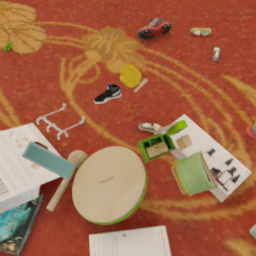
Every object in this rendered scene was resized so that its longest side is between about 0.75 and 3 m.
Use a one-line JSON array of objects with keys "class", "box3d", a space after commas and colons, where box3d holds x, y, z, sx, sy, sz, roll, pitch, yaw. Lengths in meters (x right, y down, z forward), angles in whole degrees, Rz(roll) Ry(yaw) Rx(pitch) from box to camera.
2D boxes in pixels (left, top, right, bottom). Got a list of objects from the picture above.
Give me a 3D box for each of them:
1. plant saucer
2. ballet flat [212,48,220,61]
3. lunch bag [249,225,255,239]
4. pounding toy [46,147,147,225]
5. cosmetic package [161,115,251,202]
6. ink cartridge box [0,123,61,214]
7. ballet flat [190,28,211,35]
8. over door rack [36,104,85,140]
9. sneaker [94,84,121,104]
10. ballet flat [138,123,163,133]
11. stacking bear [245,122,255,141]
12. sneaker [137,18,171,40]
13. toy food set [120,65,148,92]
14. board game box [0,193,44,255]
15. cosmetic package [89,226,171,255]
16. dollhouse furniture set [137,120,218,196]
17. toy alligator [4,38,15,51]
[{"class": "plant saucer", "box3d": [-2.193, 0.918, 7.754, 1.433, 0.136, 0.501, 30, 87, -12]}, {"class": "ballet flat", "box3d": [3.788, -3.207, 11.946, 0.289, 0.273, 0.857, 13, 58, 8]}, {"class": "lunch bag", "box3d": [4.307, 2.579, 7.587, 1.557, 1.327, 0.950, -26, 60, -15]}, {"class": "pounding toy", "box3d": [-0.626, 1.818, 8.303, 2.871, 1.332, 2.216, 1, 58, 27]}, {"class": "cosmetic package", "box3d": [2.394, 0.893, 9.047, 1.162, 0.713, 2.816, -35, 64, -21]}, {"class": "ink cartridge box", "box3d": [-3.524, 1.086, 8.856, 2.391, 0.600, 2.755, -18, 49, -42]}, {"class": "ballet flat", "box3d": [3.291, -4.340, 12.657, 0.975, 0.335, 0.307, -3, 69, -2]}, {"class": "over door rack", "box3d": [-2.328, -0.189, 9.736, 1.027, 0.463, 1.390, 33, 39, 13]}, {"class": "sneaker", "box3d": [-0.675, -1.096, 8.622, 0.896, 0.501, 0.328, -20, 51, -5]}, {"class": "ballet flat", "box3d": [0.827, -0.013, 9.866, 0.933, 0.314, 0.317, 4, 57, 2]}, {"class": "stacking bear", "box3d": [4.625, -0.134, 9.330, 0.813, 1.339, 0.761, -21, 60, -13]}, {"class": "sneaker", "box3d": [1.058, -4.469, 12.568, 1.683, 0.595, 0.822, -24, 61, -17]}, {"class": "toy food set", "box3d": [0.185, -1.647, 9.441, 0.649, 0.360, 1.102, -50, 62, 13]}, {"class": "board game box", "box3d": [-3.352, 2.657, 8.186, 1.202, 0.250, 1.777, 11, 58, 7]}, {"class": "cosmetic package", "box3d": [0.053, 3.318, 7.463, 2.071, 0.767, 1.053, -7, 58, -3]}, {"class": "dollhouse furniture set", "box3d": [1.159, 0.881, 6.830, 0.904, 1.179, 1.800, -18, 78, -28]}, {"class": "toy alligator", "box3d": [-5.213, -3.616, 12.253, 0.225, 0.246, 0.829, -12, 46, 43]}]
